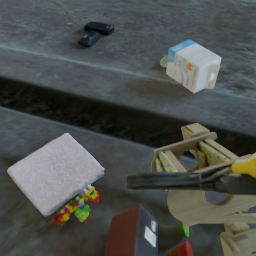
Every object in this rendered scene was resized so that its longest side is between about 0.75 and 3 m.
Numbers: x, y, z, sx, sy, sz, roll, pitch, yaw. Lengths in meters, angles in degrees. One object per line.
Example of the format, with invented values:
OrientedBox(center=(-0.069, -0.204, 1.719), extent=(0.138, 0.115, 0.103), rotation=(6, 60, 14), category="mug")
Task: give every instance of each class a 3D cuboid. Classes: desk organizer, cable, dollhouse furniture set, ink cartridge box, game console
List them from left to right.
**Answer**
OrientedBox(center=(-1.539, -4.132, 12.315), extent=(1.221, 0.249, 2.070), rotation=(18, 47, 16), category="game console")
OrientedBox(center=(0.028, 2.593, 5.434), extent=(0.783, 0.729, 2.033), rotation=(-29, 26, 25), category="desk organizer")
OrientedBox(center=(2.313, -2.114, 9.779), extent=(1.055, 1.083, 1.684), rotation=(-28, 51, -24), category="ink cartridge box")
OrientedBox(center=(1.465, 1.496, 6.003), extent=(1.530, 2.435, 2.753), rotation=(-16, 13, -2), category="dollhouse furniture set")
OrientedBox(center=(1.247, 0.616, 4.014), extent=(2.462, 1.196, 0.620), rotation=(-1, 82, 21), category="cable")

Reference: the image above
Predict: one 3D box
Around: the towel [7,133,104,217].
OrientedBox(center=(-1.847, 1.114, 7.239), extent=(1.885, 0.304, 1.800), rotation=(-34, 56, -28), category="towel")

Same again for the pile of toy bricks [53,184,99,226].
OrientedBox(center=(-1.123, 1.892, 6.404), extent=(0.566, 0.636, 1.147), rotation=(47, 40, 4), category="pile of toy bricks")

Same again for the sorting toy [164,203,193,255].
OrientedBox(center=(1.030, 2.253, 6.131), extent=(0.529, 0.533, 1.537), rotation=(-18, 45, 17), category="sorting toy")

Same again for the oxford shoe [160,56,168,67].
OrientedBox(center=(1.742, -2.661, 10.859), extent=(1.185, 0.446, 0.342), rotation=(-29, 11, -15), category="oxford shoe")
